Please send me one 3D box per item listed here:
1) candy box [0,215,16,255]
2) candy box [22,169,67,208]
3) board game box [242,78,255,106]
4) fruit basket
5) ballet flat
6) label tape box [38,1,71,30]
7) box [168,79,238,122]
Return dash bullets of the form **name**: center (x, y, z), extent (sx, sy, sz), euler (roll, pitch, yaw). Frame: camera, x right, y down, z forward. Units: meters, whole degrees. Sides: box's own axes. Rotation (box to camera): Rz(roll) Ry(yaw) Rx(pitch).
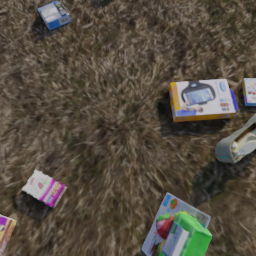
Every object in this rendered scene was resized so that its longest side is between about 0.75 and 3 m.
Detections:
- **candy box**: center (-4.011, 2.649, 7.301), extent (1.808, 0.510, 1.055), euler (16, 68, 8)
- **candy box**: center (-2.330, 1.692, 7.827), extent (0.997, 0.304, 0.680), euler (27, 69, 11)
- **board game box**: center (4.153, -1.168, 9.140), extent (0.720, 0.190, 0.942), euler (3, 66, 1)
- **fruit basket**: center (1.007, 2.507, 6.587), extent (0.839, 1.789, 1.657), euler (29, 84, -29)
- **ballet flat**: center (3.633, 0.241, 8.050), extent (2.529, 0.805, 0.852), euler (-32, 103, -17)
- **label tape box**: center (-2.795, -4.312, 10.407), extent (0.863, 0.398, 1.205), euler (-28, 71, -11)
- **box**: center (2.420, -0.892, 8.900), extent (2.096, 0.435, 1.248), euler (-5, 66, 0)
